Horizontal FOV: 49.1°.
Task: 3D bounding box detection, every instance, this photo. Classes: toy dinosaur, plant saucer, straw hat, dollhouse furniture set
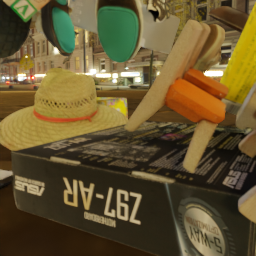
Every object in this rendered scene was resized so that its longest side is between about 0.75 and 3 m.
[{"bbox_3d":[-1.712,-2.430,8.176,0.402,0.746,1.692,13,26,-17],"label":"toy dinosaur"},{"bbox_3d":[3.389,-2.704,7.643,2.527,0.405,2.527,23,24,-11],"label":"plant saucer"},{"bbox_3d":[-1.091,-0.514,4.969,2.437,1.031,2.437,4,26,-2],"label":"straw hat"},{"bbox_3d":[1.121,-0.090,1.727,1.725,0.889,1.706,33,26,8],"label":"dollhouse furniture set"}]

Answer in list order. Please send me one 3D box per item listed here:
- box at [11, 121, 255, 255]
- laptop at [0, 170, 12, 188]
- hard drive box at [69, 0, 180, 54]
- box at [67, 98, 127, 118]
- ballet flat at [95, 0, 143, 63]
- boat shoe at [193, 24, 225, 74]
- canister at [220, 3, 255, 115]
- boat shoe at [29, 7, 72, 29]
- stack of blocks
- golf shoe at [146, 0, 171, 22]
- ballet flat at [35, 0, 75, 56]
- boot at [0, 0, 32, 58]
[{"bbox_3d":[0.431,0.364,2.998,1.976,0.537,2.466,5,10,29],"label":"box"},{"bbox_3d":[-2.956,-0.059,2.314,2.778,1.610,2.601,3,10,20],"label":"laptop"},{"bbox_3d":[-0.242,-3.261,8.488,2.181,1.075,2.799,1,24,-38],"label":"hard drive box"},{"bbox_3d":[-0.790,-0.365,6.958,1.180,0.747,1.225,3,10,21],"label":"box"},{"bbox_3d":[-0.130,-2.456,5.080,1.010,1.010,2.910,1,-30,8],"label":"ballet flat"},{"bbox_3d":[1.804,-1.716,6.302,0.575,0.635,1.781,3,-11,-5],"label":"boat shoe"},{"bbox_3d":[2.198,-0.482,2.845,2.238,1.662,0.969,24,54,12],"label":"canister"},{"bbox_3d":[-2.442,-2.768,6.720,2.166,0.749,0.798,10,33,-4],"label":"boat shoe"},{"bbox_3d":[-1.741,-2.279,3.413,1.075,1.867,0.547,-29,37,24],"label":"stack of blocks"},{"bbox_3d":[0.491,-2.358,5.157,0.391,0.827,0.322,-36,20,-26],"label":"golf shoe"},{"bbox_3d":[-1.600,-2.429,5.893,0.778,2.130,0.778,-9,-8,-1],"label":"ballet flat"},{"bbox_3d":[-2.837,-2.966,5.762,1.862,2.850,0.965,21,17,38],"label":"boot"}]
